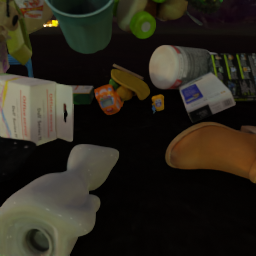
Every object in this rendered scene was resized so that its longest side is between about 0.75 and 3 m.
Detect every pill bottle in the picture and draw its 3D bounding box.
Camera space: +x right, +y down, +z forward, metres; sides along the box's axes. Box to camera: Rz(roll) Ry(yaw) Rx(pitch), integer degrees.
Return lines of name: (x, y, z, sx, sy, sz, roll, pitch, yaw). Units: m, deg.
pill bottle: (2.486, -2.421, 11.481, 2.929, 1.668, 1.668, -5, 22, -32)

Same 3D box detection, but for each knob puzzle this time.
knob puzzle: (-3.499, -3.949, 9.619, 1.993, 1.993, 0.276, -4, -14, -10)

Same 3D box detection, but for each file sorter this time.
file sorter: (-4.524, -1.952, 10.841, 1.625, 1.437, 2.342, -7, 24, -15)

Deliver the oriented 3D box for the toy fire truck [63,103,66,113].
toy fire truck: (-2.955, -0.612, 8.867, 1.290, 0.446, 1.829, 13, 26, 29)

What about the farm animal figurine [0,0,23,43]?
farm animal figurine: (-2.092, -1.659, 4.276, 0.905, 1.799, 1.453, 29, 30, -43)

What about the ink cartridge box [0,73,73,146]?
ink cartridge box: (-2.632, -0.473, 7.058, 2.593, 1.518, 0.873, 13, 20, 29)

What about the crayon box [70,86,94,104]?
crayon box: (-2.189, -1.229, 10.372, 1.717, 0.443, 1.079, 1, 22, 1)

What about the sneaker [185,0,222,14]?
sneaker: (1.330, -3.535, 6.541, 2.058, 0.877, 0.803, 28, -8, -8)

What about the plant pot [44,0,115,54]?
plant pot: (-1.287, -3.367, 8.264, 2.008, 2.008, 1.967, -1, -21, -2)

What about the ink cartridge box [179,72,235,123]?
ink cartridge box: (2.502, -1.120, 9.368, 1.339, 0.524, 2.827, -24, 21, 14)

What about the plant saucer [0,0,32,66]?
plant saucer: (-3.254, -2.872, 8.172, 0.425, 1.776, 1.774, -14, 5, -8)

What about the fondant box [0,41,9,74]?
fondant box: (-4.041, -2.546, 7.742, 0.707, 2.428, 1.751, 3, 31, -6)

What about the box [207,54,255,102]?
box: (4.027, -1.885, 10.447, 1.819, 1.884, 0.448, -3, -21, -3)

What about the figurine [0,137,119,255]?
figurine: (-1.666, 0.850, 4.530, 2.894, 1.246, 2.823, 4, 19, 7)

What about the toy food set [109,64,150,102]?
toy food set: (-0.073, -1.565, 10.901, 1.548, 0.860, 2.632, 21, 22, -12)

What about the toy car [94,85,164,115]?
toy car: (0.098, -0.870, 8.868, 2.227, 1.093, 0.741, -7, 54, 1)

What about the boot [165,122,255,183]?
boot: (2.194, 0.658, 5.217, 2.570, 0.947, 1.988, -10, 29, -16)

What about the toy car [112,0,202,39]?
toy car: (1.067, -3.769, 8.834, 2.567, 2.025, 2.108, 6, 34, -33)
